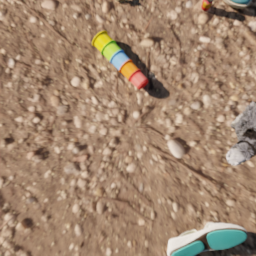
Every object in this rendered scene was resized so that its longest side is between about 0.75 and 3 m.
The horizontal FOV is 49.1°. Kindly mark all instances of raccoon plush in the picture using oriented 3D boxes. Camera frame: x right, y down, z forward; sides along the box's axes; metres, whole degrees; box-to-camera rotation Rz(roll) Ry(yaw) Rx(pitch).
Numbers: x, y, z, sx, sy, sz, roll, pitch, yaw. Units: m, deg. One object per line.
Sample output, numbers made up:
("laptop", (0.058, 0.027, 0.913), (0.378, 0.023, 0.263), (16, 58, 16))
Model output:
("raccoon plush", (3.368, 0.237, 8.475), (2.638, 1.767, 1.276), (-27, 77, -21))

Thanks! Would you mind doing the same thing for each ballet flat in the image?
("ballet flat", (2.253, 3.249, 8.331), (2.379, 0.826, 0.826), (-21, 78, 4))

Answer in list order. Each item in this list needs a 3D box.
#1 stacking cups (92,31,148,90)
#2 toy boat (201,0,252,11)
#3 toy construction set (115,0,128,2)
("stacking cups", (-0.210, -2.351, 9.752), (0.720, 0.720, 2.380), (-43, 80, -9))
("toy boat", (3.616, -5.017, 10.254), (2.028, 0.943, 1.705), (-30, 80, -7))
("toy construction set", (-0.146, -5.171, 10.530), (0.675, 0.475, 1.030), (38, 87, -16))
